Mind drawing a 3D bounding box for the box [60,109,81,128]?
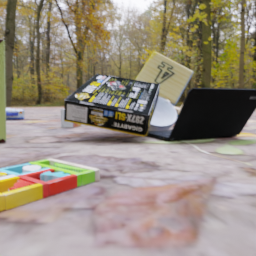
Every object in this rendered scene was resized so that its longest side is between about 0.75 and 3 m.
[{"bbox_3d":[-2.322,-0.412,11.443,0.529,0.758,0.995,1,6,9],"label":"box"}]

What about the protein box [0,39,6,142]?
[{"bbox_3d":[-4.394,-0.980,7.669,1.754,2.581,2.600,-1,6,-27],"label":"protein box"}]

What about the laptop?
[{"bbox_3d":[1.977,-0.380,7.968,2.363,1.377,2.666,-2,6,-21],"label":"laptop"}]

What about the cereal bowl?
[{"bbox_3d":[0.858,-0.405,9.756,1.563,0.651,1.563,8,45,-9],"label":"cereal bowl"}]

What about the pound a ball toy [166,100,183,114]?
[{"bbox_3d":[0.894,-0.588,11.628,1.923,1.253,2.950,13,-2,-29],"label":"pound a ball toy"}]

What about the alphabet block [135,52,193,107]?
[{"bbox_3d":[1.627,-2.067,14.180,2.232,2.192,2.180,29,-23,6],"label":"alphabet block"}]

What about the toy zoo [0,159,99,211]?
[{"bbox_3d":[-1.316,0.657,3.443,1.094,0.171,1.668,5,7,37],"label":"toy zoo"}]

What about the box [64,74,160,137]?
[{"bbox_3d":[-0.300,-0.794,8.119,2.187,0.676,2.739,9,26,8],"label":"box"}]

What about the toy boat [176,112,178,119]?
[{"bbox_3d":[2.659,-0.641,14.896,1.005,0.556,1.196,-1,6,-6],"label":"toy boat"}]

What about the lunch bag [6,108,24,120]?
[{"bbox_3d":[-6.721,-0.746,15.628,1.734,0.655,1.389,-2,8,-29],"label":"lunch bag"}]
